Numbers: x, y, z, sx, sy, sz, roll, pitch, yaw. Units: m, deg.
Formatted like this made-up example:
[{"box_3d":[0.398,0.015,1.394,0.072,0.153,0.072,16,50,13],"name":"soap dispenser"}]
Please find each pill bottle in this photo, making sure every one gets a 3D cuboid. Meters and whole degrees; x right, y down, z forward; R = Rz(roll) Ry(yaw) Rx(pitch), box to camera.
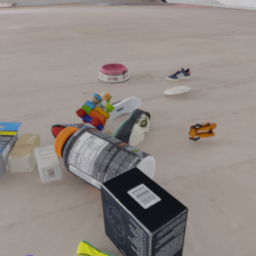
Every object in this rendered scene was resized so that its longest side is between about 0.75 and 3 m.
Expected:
[{"box_3d":[-0.818,0.953,8.308,2.969,1.577,1.577,24,39,28],"name":"pill bottle"}]

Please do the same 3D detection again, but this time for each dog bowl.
[{"box_3d":[-0.833,-3.225,16.312,1.811,0.668,1.811,0,30,0],"name":"dog bowl"}]

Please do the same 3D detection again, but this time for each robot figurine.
[{"box_3d":[2.749,0.116,10.514,1.088,0.789,0.317,-5,34,-7],"name":"robot figurine"}]

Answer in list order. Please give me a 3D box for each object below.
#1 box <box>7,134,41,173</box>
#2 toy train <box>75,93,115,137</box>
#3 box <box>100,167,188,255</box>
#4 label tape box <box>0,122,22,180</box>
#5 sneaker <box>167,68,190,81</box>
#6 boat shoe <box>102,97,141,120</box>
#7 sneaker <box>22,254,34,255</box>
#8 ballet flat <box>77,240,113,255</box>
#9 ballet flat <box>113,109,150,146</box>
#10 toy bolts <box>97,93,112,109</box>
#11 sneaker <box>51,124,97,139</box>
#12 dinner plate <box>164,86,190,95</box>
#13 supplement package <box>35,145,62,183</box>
[{"box_3d":[-3.525,0.835,9.625,0.718,0.588,1.512,-3,31,-4],"name":"box"},{"box_3d":[-0.910,-0.423,10.853,2.071,0.877,1.198,31,79,19],"name":"toy train"},{"box_3d":[0.305,2.146,6.333,1.093,1.734,1.763,-21,37,-31],"name":"box"},{"box_3d":[-4.837,0.779,9.502,1.845,0.810,2.559,1,31,2],"name":"label tape box"},{"box_3d":[2.919,-3.144,16.198,1.520,0.642,0.570,-14,34,-21],"name":"sneaker"},{"box_3d":[-0.328,-0.929,12.489,1.907,0.684,0.646,-26,30,-20],"name":"boat shoe"},{"box_3d":[-1.685,3.159,5.557,2.369,0.859,1.351,5,28,9],"name":"sneaker"},{"box_3d":[-0.658,2.976,6.355,1.219,0.407,0.409,15,55,27],"name":"ballet flat"},{"box_3d":[0.248,0.044,10.653,1.011,1.011,2.766,10,30,16],"name":"ballet flat"},{"box_3d":[-1.261,-1.240,12.685,0.811,0.849,0.589,20,-8,33],"name":"toy bolts"},{"box_3d":[-1.994,0.201,10.751,1.880,0.745,0.898,11,19,4],"name":"sneaker"},{"box_3d":[2.509,-1.954,14.312,1.349,0.163,1.349,-10,18,3],"name":"dinner plate"},{"box_3d":[-2.585,1.152,9.060,0.635,0.633,1.083,-12,33,-19],"name":"supplement package"}]
